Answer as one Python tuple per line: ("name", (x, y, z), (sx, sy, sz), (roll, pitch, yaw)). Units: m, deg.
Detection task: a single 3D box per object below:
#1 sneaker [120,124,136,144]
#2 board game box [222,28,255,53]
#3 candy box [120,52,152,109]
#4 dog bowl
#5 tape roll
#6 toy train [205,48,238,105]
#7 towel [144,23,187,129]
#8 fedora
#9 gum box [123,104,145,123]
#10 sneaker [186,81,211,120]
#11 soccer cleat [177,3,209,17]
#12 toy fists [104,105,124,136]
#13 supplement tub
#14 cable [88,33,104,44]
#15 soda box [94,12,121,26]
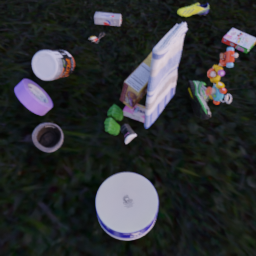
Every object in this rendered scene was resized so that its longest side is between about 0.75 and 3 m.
("sneaker", (-0.061, 0.153, 8.057), (0.350, 0.991, 0.491), (-42, 87, 10))
("board game box", (5.056, -3.976, 12.727), (1.243, 0.251, 0.951), (35, 62, 22))
("candy box", (0.684, -1.876, 10.005), (0.651, 1.346, 2.307), (39, 69, 6))
("dog bowl", (-0.035, 2.234, 8.103), (1.797, 0.708, 1.797), (0, 55, 0))
("tape roll", (-3.363, -1.098, 10.028), (0.446, 1.360, 1.360), (-40, 59, 10))
("toy train", (2.757, -1.536, 8.488), (0.459, 1.238, 1.649), (6, 88, -12))
("towel", (1.162, -1.611, 8.921), (0.349, 2.936, 2.156), (23, 47, 18))
("fedora", (-2.673, 0.369, 9.208), (0.967, 0.494, 1.093), (35, 52, -12))
("gum box", (0.320, -0.589, 10.326), (0.903, 0.299, 0.513), (21, 58, 14))
("sneaker", (2.774, -1.109, 10.441), (0.783, 0.717, 1.838), (-4, 55, -3))
("soccer cleat", (3.200, -5.864, 13.803), (1.567, 0.655, 0.506), (-5, 55, -3))
("toy fists", (-0.533, -0.294, 9.874), (0.380, 0.564, 1.106), (-4, 59, 36))
("supplement tub", (-2.647, -2.309, 10.208), (1.037, 1.037, 1.692), (13, 19, 9))
("cable", (-1.383, -4.156, 12.873), (0.430, 0.223, 0.886), (39, 63, 24))
("soda box", (-0.988, -5.247, 13.528), (1.265, 0.401, 0.432), (7, 55, 5))
